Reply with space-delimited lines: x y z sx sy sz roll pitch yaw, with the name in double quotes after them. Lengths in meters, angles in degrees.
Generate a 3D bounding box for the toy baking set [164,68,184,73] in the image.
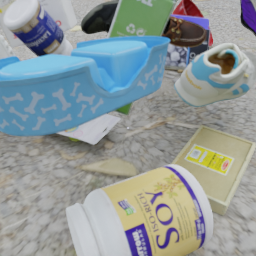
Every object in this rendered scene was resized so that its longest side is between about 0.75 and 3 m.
1.844 -2.483 11.431 1.419 0.215 1.849 21 35 35 "toy baking set"

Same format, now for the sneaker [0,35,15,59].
-2.622 -1.393 4.905 1.067 2.792 1.124 25 45 20 "sneaker"

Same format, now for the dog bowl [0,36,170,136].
-0.484 -0.577 3.156 1.300 0.578 2.333 17 33 40 "dog bowl"

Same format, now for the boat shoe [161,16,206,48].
1.066 -2.479 7.079 1.821 0.641 0.640 10 -5 11 "boat shoe"

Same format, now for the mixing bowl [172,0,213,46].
2.684 -4.510 12.831 1.306 2.411 2.411 -26 19 37 "mixing bowl"

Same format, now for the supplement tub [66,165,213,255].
0.159 1.607 4.721 2.097 1.525 1.525 -16 39 -21 "supplement tub"

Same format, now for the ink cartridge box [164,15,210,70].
1.578 -2.596 8.382 1.667 1.682 0.365 5 -2 0 "ink cartridge box"

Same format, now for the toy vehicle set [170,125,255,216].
1.996 0.859 6.758 1.488 0.317 2.394 22 42 27 "toy vehicle set"

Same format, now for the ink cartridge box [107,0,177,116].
0.202 -1.848 5.157 0.857 2.888 1.500 22 28 -3 "ink cartridge box"

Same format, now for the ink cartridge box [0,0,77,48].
-2.274 -3.155 6.495 1.499 2.036 1.473 -15 26 5 "ink cartridge box"

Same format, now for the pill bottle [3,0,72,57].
-1.786 -1.928 5.774 0.780 1.348 0.780 -12 61 22 "pill bottle"

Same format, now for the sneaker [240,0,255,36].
3.088 -3.142 6.892 0.902 2.594 1.290 -23 -3 0 "sneaker"

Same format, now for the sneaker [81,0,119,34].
-0.306 -3.474 9.352 2.429 0.929 1.392 -21 75 -7 "sneaker"

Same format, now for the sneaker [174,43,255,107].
2.465 -1.384 6.726 2.909 1.175 1.113 -24 69 -36 "sneaker"

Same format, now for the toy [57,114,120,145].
-1.416 -0.018 7.808 2.162 0.510 1.245 17 43 26 "toy"
